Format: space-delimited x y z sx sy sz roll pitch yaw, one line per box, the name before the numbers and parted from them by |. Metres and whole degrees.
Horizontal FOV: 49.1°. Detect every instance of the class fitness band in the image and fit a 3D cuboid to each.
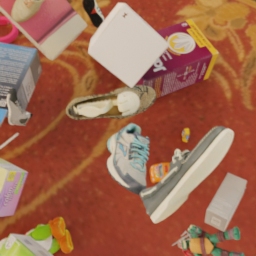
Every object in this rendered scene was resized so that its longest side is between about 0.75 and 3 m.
fitness band | -5.069 -3.664 10.683 1.707 0.319 1.226 -9 66 -4

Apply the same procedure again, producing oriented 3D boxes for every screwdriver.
screwdriver | -2.956 0.732 5.499 1.933 0.281 0.270 -43 83 -13

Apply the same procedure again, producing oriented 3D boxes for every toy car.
toy car | 1.240 0.741 8.257 0.932 0.632 1.900 13 65 6

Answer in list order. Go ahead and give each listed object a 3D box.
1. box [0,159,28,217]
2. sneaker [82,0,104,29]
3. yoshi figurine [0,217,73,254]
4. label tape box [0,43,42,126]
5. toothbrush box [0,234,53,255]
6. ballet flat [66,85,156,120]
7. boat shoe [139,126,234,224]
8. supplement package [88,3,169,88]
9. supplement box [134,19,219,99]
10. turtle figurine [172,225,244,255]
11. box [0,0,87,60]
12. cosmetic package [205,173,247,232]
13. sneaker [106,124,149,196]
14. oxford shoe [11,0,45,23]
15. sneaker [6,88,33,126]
box | -2.920 1.244 6.154 1.134 0.548 0.997 17 87 30
sneaker | -1.099 -3.731 9.194 0.444 0.590 1.261 -26 81 9
yoshi figurine | -2.519 3.074 6.813 2.153 1.205 1.210 -19 71 -6
label tape box | -3.556 -0.959 6.974 1.963 0.862 2.723 9 55 -1
toothbrush box | -2.108 2.913 5.247 1.037 0.613 1.424 25 79 29
ballet flat | -0.418 -0.493 6.446 2.138 0.805 0.725 -8 104 8
boat shoe | 0.792 0.656 4.295 0.720 1.979 0.611 -3 43 -45
supplement package | -0.089 -2.081 6.766 1.271 2.173 1.275 37 105 -19
supplement box | 1.277 -2.214 9.326 2.668 1.377 1.747 -23 66 -11
turtle figurine | 1.177 1.878 4.437 1.170 0.589 0.876 -13 99 26
box | -2.424 -3.069 7.115 1.308 2.401 1.535 -46 27 -3
cosmetic package | 1.479 1.108 4.225 0.347 0.411 0.769 21 50 28
sneaker | 0.058 0.524 5.821 0.860 0.773 1.993 -47 28 15
oxford shoe | -2.064 -2.752 5.939 1.413 0.500 0.521 -36 22 24
sneaker | -2.354 -0.430 6.171 0.526 0.910 0.342 13 35 0
